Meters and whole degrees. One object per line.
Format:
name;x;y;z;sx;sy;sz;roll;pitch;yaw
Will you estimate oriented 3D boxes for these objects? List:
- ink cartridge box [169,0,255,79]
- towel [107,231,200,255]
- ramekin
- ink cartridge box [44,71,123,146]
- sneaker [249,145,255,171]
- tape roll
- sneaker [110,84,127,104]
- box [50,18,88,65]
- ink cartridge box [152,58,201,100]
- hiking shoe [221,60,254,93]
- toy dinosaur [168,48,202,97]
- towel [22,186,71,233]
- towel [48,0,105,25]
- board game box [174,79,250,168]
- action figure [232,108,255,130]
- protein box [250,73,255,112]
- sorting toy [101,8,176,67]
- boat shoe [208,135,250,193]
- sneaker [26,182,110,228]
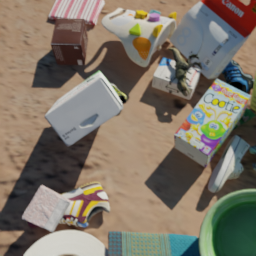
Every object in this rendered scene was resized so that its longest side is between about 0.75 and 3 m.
ink cartridge box;2.929;-3.461;9.490;0.672;2.842;2.275;-13;56;-40
towel;0.686;3.389;6.664;2.417;0.262;1.773;5;47;-6
ramekin;2.890;2.639;6.271;2.433;1.188;2.433;-6;73;20
ink cartridge box;-1.175;-0.658;7.805;1.738;2.381;1.001;-35;106;2
sneaker;4.047;1.223;8.171;0.717;0.644;1.661;-17;62;16
tape roll;-1.440;3.646;6.454;2.452;0.448;2.452;6;50;-7
sneaker;-0.398;-1.118;9.166;0.360;0.968;0.410;-55;28;13
box;-2.096;-3.144;10.223;1.069;1.080;1.302;2;62;1
ink cartridge box;1.671;-1.711;9.692;1.409;0.594;1.029;21;58;13
hiking shoe;3.636;-1.835;9.784;0.718;0.616;1.655;-38;67;-20
toy dinosaur;1.910;-2.070;9.238;0.923;0.497;2.095;-16;59;16
towel;-2.018;2.023;6.946;0.872;0.147;0.913;32;83;-13
towel;-2.158;-4.975;11.769;2.079;0.311;1.522;10;61;9
board game box;2.447;-0.135;8.273;1.143;1.123;2.180;33;75;23
action figure;3.267;-0.806;9.316;1.003;0.464;1.697;-29;59;-4
protein box;4.928;-1.149;8.218;1.362;2.019;2.005;-18;39;-12
sorting toy;0.332;-3.614;9.966;2.222;1.319;2.469;26;48;13
boat shoe;2.979;1.120;8.085;0.684;0.694;1.959;32;61;8
sneaker;-1.550;2.261;7.383;2.159;0.809;0.973;-24;64;-11
